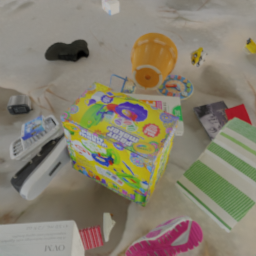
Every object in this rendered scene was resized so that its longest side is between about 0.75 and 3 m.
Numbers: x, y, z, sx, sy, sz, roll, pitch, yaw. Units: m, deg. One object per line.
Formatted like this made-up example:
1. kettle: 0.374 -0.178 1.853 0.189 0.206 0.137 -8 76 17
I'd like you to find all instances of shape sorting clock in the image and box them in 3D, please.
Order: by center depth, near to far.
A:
1. shape sorting clock: 1.846 -1.626 11.041 1.475 0.289 1.475 0 54 0

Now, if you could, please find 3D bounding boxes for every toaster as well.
1. toaster: -3.968 -0.859 10.340 0.921 0.523 0.595 -7 52 -4

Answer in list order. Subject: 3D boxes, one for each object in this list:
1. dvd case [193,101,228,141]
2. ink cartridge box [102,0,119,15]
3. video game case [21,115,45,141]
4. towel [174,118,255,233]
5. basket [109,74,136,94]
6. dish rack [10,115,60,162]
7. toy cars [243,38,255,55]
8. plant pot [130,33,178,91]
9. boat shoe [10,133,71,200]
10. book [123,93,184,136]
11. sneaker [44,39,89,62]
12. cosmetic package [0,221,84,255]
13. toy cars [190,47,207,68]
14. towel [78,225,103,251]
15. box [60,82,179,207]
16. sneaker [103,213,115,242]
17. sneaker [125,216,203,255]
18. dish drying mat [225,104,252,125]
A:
1. dvd case: 3.262 -0.231 10.116 1.259 0.135 1.693 -13 55 -10
2. ink cartridge box: -0.921 -6.272 14.259 0.567 0.581 0.905 -30 58 -19
3. video game case: -2.987 -0.010 8.813 0.757 0.172 0.686 -27 38 2
4. towel: 2.930 1.201 7.935 2.825 0.331 2.155 -49 45 -1
5. basket: -0.223 -1.532 10.607 1.017 0.897 0.707 19 47 4
6. dish rack: -2.902 0.351 8.873 1.726 0.376 1.481 -39 27 -9
7. toy cars: 5.445 -3.012 11.904 1.014 0.501 2.262 14 47 -36
8. plant pot: 0.857 -2.342 10.493 1.804 1.804 1.652 11 48 8
9. boat shoe: -2.444 0.843 8.854 0.991 1.046 2.993 30 67 19
10. book: 0.759 -0.461 10.075 2.295 0.551 1.533 2 55 -3
11. sneaker: -2.578 -3.186 11.949 1.942 0.737 0.881 -18 61 -11
12. cosmetic package: -2.432 3.599 5.725 2.735 1.687 2.744 -4 44 -1
13. toy cars: 2.727 -2.802 11.006 0.356 0.721 1.607 41 20 17
14. towel: -1.133 2.954 7.387 0.884 0.639 0.099 -11 16 -11
15. box: -0.237 0.512 8.030 2.645 2.548 1.614 25 55 17
16. sneaker: -0.514 2.688 7.618 0.324 0.278 0.765 0 54 -3
17. sneaker: 0.926 2.987 7.284 2.141 0.944 0.871 -28 84 9
18. dish drying mat: 3.833 0.103 9.338 0.666 0.158 1.733 -19 82 9
